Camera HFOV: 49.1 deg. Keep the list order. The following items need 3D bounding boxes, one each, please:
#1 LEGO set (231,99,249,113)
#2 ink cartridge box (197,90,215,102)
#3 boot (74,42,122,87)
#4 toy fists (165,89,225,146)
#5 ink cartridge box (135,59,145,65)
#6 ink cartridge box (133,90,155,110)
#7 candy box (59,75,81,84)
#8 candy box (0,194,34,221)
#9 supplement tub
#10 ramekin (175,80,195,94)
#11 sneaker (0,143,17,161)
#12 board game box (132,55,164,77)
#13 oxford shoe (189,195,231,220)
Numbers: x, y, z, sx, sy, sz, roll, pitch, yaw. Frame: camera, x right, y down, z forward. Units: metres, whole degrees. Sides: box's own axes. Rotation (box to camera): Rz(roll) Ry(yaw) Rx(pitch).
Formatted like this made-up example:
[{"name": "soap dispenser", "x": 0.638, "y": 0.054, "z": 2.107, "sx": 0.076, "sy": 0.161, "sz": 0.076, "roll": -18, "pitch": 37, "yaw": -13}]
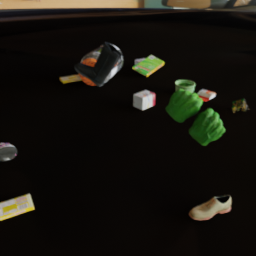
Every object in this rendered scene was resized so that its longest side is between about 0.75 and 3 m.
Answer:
[{"name": "LEGO set", "x": 4.822, "y": -0.857, "z": 12.083, "sx": 0.653, "sy": 0.492, "sz": 0.849, "roll": -22, "pitch": 18, "yaw": 24}, {"name": "ink cartridge box", "x": 3.650, "y": -1.565, "z": 13.432, "sx": 0.715, "sy": 0.221, "sz": 0.881, "roll": 25, "pitch": 35, "yaw": 37}, {"name": "boot", "x": -1.310, "y": -2.855, "z": 11.938, "sx": 1.514, "sy": 1.836, "sz": 0.603, "roll": 32, "pitch": 42, "yaw": -8}, {"name": "toy fists", "x": 2.072, "y": -0.390, "z": 8.495, "sx": 1.896, "sy": 0.966, "sz": 0.652, "roll": 46, "pitch": 41, "yaw": 10}, {"name": "ink cartridge box", "x": 1.092, "y": -4.029, "z": 17.559, "sx": 1.148, "sy": 0.438, "sz": 0.783, "roll": -15, "pitch": 35, "yaw": -23}, {"name": "ink cartridge box", "x": 0.701, "y": -1.234, "z": 12.452, "sx": 0.820, "sy": 0.593, "sz": 0.596, "roll": -26, "pitch": 38, "yaw": -38}, {"name": "candy box", "x": -3.088, "y": -2.721, "z": 15.520, "sx": 1.276, "sy": 0.168, "sz": 0.652, "roll": -15, "pitch": 30, "yaw": -25}, {"name": "candy box", "x": -2.972, "y": 2.042, "z": 7.105, "sx": 1.037, "sy": 0.137, "sz": 0.530, "roll": -14, "pitch": 30, "yaw": -24}, {"name": "supplement tub", "x": -1.469, "y": -3.390, "z": 15.122, "sx": 1.732, "sy": 1.732, "sz": 2.827, "roll": 9, "pitch": 30, "yaw": 15}, {"name": "ramekin", "x": 2.802, "y": -1.985, "z": 13.895, "sx": 0.984, "sy": 0.480, "sz": 0.984, "roll": 0, "pitch": 29, "yaw": 0}, {"name": "sneaker", "x": -4.405, "y": 0.854, "z": 8.889, "sx": 1.578, "sy": 0.634, "sz": 0.681, "roll": -7, "pitch": 19, "yaw": -30}, {"name": "board game box", "x": 1.189, "y": -3.657, "z": 16.605, "sx": 0.989, "sy": 0.310, "sz": 2.069, "roll": 33, "pitch": 46, "yaw": 20}, {"name": "oxford shoe", "x": 2.041, "y": 1.942, "z": 6.977, "sx": 1.177, "sy": 0.435, "sz": 0.417, "roll": -12, "pitch": 32, "yaw": -21}]
